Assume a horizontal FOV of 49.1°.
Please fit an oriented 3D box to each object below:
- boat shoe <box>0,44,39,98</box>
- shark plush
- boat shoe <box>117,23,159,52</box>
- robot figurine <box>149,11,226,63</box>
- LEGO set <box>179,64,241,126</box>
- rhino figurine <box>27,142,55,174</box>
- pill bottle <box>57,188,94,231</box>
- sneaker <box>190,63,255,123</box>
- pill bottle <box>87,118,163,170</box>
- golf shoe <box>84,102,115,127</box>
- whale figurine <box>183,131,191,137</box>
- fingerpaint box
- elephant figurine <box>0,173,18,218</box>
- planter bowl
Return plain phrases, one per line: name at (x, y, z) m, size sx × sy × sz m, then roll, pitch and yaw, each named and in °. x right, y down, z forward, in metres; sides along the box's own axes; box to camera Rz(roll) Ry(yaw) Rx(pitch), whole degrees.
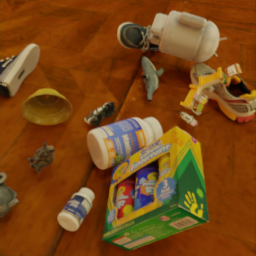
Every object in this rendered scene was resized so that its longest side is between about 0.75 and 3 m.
boat shoe at (-4.452, -2.364, 10.576) m, size 1.257 × 1.012 × 2.710 m, roll 15°, pitch 50°, yaw 3°
shark plush at (0.674, -1.700, 10.187) m, size 0.824 × 0.755 × 1.814 m, roll -5°, pitch 59°, yaw 33°
boat shoe at (0.611, -3.509, 11.091) m, size 0.840 × 1.018 × 2.718 m, roll 17°, pitch 12°, yaw 33°
robot figurine at (2.108, -3.245, 10.092) m, size 2.600 × 2.205 × 1.468 m, roll 18°, pitch 76°, yaw 5°
LEGO set at (2.620, -1.077, 8.951) m, size 2.327 × 0.866 × 1.071 m, roll -48°, pitch 37°, yaw 15°
rhino figurine at (-2.243, 0.752, 7.363) m, size 0.693 × 1.585 × 0.474 m, roll -41°, pitch 87°, yaw -24°
pill bottle at (-1.221, 1.938, 6.780) m, size 0.548 × 0.548 × 0.988 m, roll 16°, pitch 36°, yaw 15°
sneaker at (3.318, -1.519, 9.703) m, size 1.138 × 1.201 × 2.923 m, roll -25°, pitch 51°, yaw -21°
pill bottle at (-0.047, 0.347, 7.969) m, size 2.004 × 1.123 × 1.123 m, roll -18°, pitch 50°, yaw -26°
golf shoe at (-0.929, -0.519, 9.254) m, size 0.596 × 0.490 × 1.261 m, roll 10°, pitch 35°, yaw 36°
whale figurine at (1.720, 0.443, 8.342) m, size 0.854 × 0.680 × 0.443 m, roll 37°, pitch 80°, yaw 13°
fingerpaint box at (0.516, 1.391, 6.257) m, size 0.856 × 2.334 × 1.947 m, roll 33°, pitch 41°, yaw -24°
elephant figurine at (-3.358, 1.610, 7.129) m, size 1.059 × 0.965 × 1.364 m, roll 19°, pitch 27°, yaw -21°
planter bowl at (-2.533, -0.769, 8.748) m, size 1.515 × 1.515 × 0.631 m, roll -8°, pitch 56°, yaw -8°
